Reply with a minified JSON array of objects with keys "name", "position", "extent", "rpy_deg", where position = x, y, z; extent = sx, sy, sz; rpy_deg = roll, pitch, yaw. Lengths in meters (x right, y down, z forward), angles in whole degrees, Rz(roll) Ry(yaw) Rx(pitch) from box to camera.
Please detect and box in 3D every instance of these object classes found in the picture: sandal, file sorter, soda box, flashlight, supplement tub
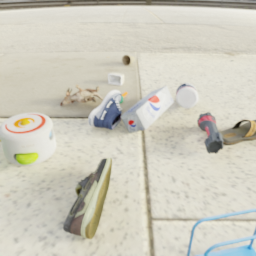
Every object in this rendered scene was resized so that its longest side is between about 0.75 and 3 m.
[{"name":"sandal","position":[4.934,0.030,12.054],"extent":[2.676,0.730,1.094],"rpy_deg":[-12,33,-18]},{"name":"file sorter","position":[2.579,3.339,5.720],"extent":[1.945,1.719,2.803],"rpy_deg":[-7,33,-10]},{"name":"soda box","position":[0.956,-0.883,12.919],"extent":[0.997,0.927,2.922],"rpy_deg":[-15,18,43]},{"name":"flashlight","position":[3.369,0.205,11.641],"extent":[0.823,0.820,2.422],"rpy_deg":[-8,29,13]},{"name":"supplement tub","position":[2.986,-1.687,14.324],"extent":[1.079,1.079,1.538],"rpy_deg":[5,21,7]}]

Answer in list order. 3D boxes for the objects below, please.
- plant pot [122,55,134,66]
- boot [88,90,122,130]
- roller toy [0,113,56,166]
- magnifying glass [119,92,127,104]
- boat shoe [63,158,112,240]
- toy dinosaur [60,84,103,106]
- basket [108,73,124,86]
[{"name":"plant pot","position":[0.092,-4.907,20.191],"extent":[0.779,0.779,0.832],"rpy_deg":[20,29,29]},{"name":"boot","position":[-0.677,-0.825,13.291],"extent":[1.222,0.984,2.704],"rpy_deg":[14,44,22]},{"name":"roller toy","position":[-3.873,0.337,10.817],"extent":[2.149,1.502,1.961],"rpy_deg":[21,37,30]},{"name":"magnifying glass","position":[-0.396,-1.660,15.390],"extent":[0.546,0.154,1.371],"rpy_deg":[13,33,21]},{"name":"boat shoe","position":[-1.162,1.947,8.615],"extent":[0.983,1.069,2.991],"rpy_deg":[8,37,4]},{"name":"toy dinosaur","position":[-2.417,-1.722,14.846],"extent":[2.241,0.962,1.519],"rpy_deg":[-6,2,-34]},{"name":"basket","position":[-0.722,-3.013,17.167],"extent":[0.919,0.623,0.567],"rpy_deg":[13,30,21]}]
